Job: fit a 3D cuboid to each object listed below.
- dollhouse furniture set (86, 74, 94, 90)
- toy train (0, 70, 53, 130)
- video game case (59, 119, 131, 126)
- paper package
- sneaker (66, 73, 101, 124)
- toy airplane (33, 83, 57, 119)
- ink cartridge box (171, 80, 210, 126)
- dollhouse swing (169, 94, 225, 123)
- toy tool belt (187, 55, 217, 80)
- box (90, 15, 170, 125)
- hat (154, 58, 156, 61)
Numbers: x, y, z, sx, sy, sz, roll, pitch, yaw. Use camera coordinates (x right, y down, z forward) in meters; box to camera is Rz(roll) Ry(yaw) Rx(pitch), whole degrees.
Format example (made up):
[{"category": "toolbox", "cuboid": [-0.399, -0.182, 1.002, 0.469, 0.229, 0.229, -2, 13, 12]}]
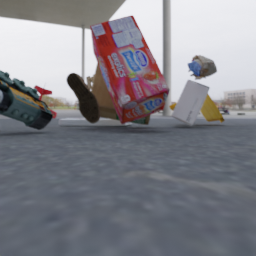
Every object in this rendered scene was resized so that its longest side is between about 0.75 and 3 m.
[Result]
[{"category": "dollhouse furniture set", "cuboid": [-0.744, -1.936, 12.677, 1.588, 1.125, 1.729, -11, 4, -39]}, {"category": "toy train", "cuboid": [-2.823, -0.662, 7.166, 0.876, 1.171, 2.055, -42, -24, 6]}, {"category": "video game case", "cuboid": [-1.375, -0.274, 12.899, 2.833, 0.336, 2.578, 0, 2, 7]}, {"category": "paper package", "cuboid": [-0.176, -1.443, 10.802, 2.384, 2.272, 1.233, 9, -16, 3]}, {"category": "sneaker", "cuboid": [-1.376, -1.002, 9.466, 0.697, 1.979, 0.748, -31, -16, 11]}, {"category": "toy airplane", "cuboid": [-3.731, -1.049, 11.570, 1.751, 1.751, 0.322, -1, -2, -17]}, {"category": "ink cartridge box", "cuboid": [2.484, -0.958, 11.148, 0.897, 1.540, 2.128, 24, 7, 11]}, {"category": "dollhouse swing", "cuboid": [3.355, -0.681, 13.720, 1.872, 1.935, 2.129, -32, -9, 13]}, {"category": "toy tool belt", "cuboid": [2.577, -2.237, 10.431, 0.866, 0.880, 1.409, -37, 34, -1]}, {"category": "box", "cuboid": [-0.027, -1.751, 8.417, 1.424, 2.857, 1.364, -19, -21, -9]}, {"category": "hat", "cuboid": [0.382, -2.586, 11.050, 0.966, 1.166, 1.027, 11, -52, -51]}]
